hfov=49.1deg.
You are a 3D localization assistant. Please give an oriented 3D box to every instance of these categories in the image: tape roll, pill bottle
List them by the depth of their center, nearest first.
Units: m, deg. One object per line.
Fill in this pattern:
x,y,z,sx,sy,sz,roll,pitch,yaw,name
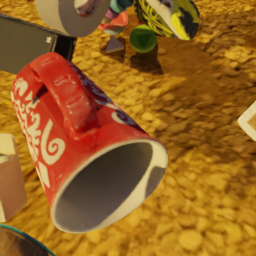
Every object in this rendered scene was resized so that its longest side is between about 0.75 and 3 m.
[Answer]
2.522,-0.344,4.571,0.738,1.291,0.738,30,26,-16,pill bottle
-0.939,-2.603,5.240,0.559,1.694,1.694,28,59,18,tape roll

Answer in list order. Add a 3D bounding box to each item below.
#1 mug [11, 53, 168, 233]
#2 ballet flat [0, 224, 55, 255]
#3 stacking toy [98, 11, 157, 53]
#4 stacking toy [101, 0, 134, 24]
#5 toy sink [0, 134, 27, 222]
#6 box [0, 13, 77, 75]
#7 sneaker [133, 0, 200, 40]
-0.777,-0.172,4.525,1.800,2.395,2.698,-8,41,-34,mug
-0.954,1.686,2.970,0.597,1.760,0.636,-11,43,18,ballet flat
0.056,-3.423,9.888,2.174,0.918,1.968,-4,80,1,stacking toy
0.135,-3.352,6.603,2.250,0.960,0.960,-17,48,30,stacking toy
-2.117,0.746,4.218,0.762,1.169,0.655,-2,13,12,toy sink
-2.608,-1.868,5.959,2.578,1.017,1.819,17,14,-3,box
0.457,-2.710,5.875,1.140,2.695,1.004,6,68,42,sneaker
